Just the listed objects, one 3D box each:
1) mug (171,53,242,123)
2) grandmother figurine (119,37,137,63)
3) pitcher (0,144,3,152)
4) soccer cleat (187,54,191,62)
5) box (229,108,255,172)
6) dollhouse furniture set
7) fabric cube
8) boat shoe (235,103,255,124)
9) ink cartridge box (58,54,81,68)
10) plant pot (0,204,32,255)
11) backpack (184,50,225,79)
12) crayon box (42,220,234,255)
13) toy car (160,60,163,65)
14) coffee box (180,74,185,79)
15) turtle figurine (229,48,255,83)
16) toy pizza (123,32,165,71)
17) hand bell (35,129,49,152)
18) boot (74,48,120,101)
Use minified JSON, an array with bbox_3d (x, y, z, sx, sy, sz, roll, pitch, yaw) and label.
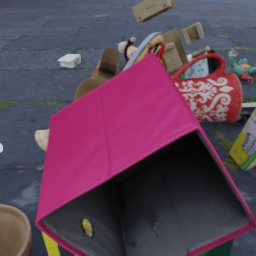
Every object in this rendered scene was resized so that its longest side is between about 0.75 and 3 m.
[{"bbox_3d":[1.384,-0.737,5.830,1.528,1.356,1.020,-4,-13,-2],"label":"mug"},{"bbox_3d":[0.105,-3.365,12.396,0.655,1.312,2.164,7,24,-27],"label":"grandmother figurine"},{"bbox_3d":[-3.125,0.672,5.883,0.765,0.892,0.541,19,32,-19],"label":"pitcher"},{"bbox_3d":[2.869,-2.578,11.740,1.152,0.928,2.705,-8,28,9],"label":"soccer cleat"},{"bbox_3d":[3.168,-0.204,5.543,1.623,2.765,0.669,-25,60,-10],"label":"box"},{"bbox_3d":[1.431,-3.283,10.316,2.532,2.888,1.919,-20,16,21],"label":"dollhouse furniture set"},{"bbox_3d":[0.155,0.496,3.599,1.826,1.791,1.820,-31,35,11],"label":"fabric cube"},{"bbox_3d":[3.207,-0.383,8.088,1.703,0.530,0.636,-4,-11,-1],"label":"boat shoe"},{"bbox_3d":[-2.716,-3.094,13.004,0.645,0.377,1.111,9,32,14],"label":"ink cartridge box"},{"bbox_3d":[-2.202,1.933,4.251,1.483,0.685,1.483,1,31,0],"label":"plant pot"},{"bbox_3d":[2.299,-1.375,8.189,1.261,1.069,1.420,20,55,-45],"label":"backpack"},{"bbox_3d":[0.101,1.806,4.474,2.602,0.661,1.652,-14,33,-22],"label":"crayon box"},{"bbox_3d":[0.491,-3.172,12.651,2.660,0.885,1.305,-20,36,-31],"label":"toy car"},{"bbox_3d":[2.055,-1.295,9.616,0.274,0.766,1.247,-6,29,-26],"label":"coffee box"},{"bbox_3d":[4.760,-2.508,11.338,1.653,1.112,2.208,33,28,25],"label":"turtle figurine"},{"bbox_3d":[0.305,-1.308,7.868,0.449,2.834,2.834,32,38,7],"label":"toy pizza"},{"bbox_3d":[-1.319,-0.018,5.910,1.176,0.613,0.613,-36,28,15],"label":"hand bell"},{"bbox_3d":[-0.877,-0.926,8.262,0.891,1.871,2.419,25,66,-1],"label":"boot"}]
